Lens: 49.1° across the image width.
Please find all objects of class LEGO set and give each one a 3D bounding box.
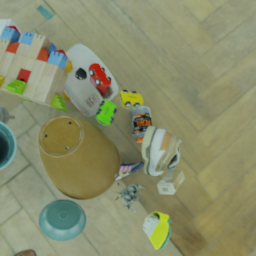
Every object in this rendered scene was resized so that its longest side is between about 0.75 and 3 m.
[{"bbox_3d":[-0.039,1.700,7.804,0.856,0.373,1.318,-32,52,-15],"label":"LEGO set"}]

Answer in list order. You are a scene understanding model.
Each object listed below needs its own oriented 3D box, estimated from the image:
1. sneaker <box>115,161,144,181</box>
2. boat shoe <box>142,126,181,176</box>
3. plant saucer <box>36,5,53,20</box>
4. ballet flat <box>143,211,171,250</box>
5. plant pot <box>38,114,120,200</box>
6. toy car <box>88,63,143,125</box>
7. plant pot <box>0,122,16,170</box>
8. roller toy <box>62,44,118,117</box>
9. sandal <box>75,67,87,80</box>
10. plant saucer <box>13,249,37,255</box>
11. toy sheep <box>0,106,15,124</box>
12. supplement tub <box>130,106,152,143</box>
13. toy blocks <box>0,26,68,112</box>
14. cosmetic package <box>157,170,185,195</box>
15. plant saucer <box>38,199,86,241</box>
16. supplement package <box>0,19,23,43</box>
[{"bbox_3d":[-0.125,1.543,10.809,1.582,0.555,0.649,-25,83,-6],"label":"sneaker"},{"bbox_3d":[1.063,0.916,8.595,0.982,2.872,1.073,15,71,15],"label":"boat shoe"},{"bbox_3d":[-3.707,-5.132,12.402,0.807,0.077,0.282,43,81,9],"label":"plant saucer"},{"bbox_3d":[0.716,2.564,7.236,0.658,1.962,0.656,31,91,11],"label":"ballet flat"},{"bbox_3d":[-1.632,0.735,8.494,2.470,2.650,2.470,-2,67,6],"label":"plant pot"},{"bbox_3d":[-0.612,-0.812,8.736,2.133,0.476,2.007,34,47,-17],"label":"toy car"},{"bbox_3d":[-4.079,0.633,7.904,1.483,1.452,1.483,11,70,-31],"label":"plant pot"},{"bbox_3d":[-1.731,-1.687,10.482,1.824,2.611,2.381,-43,94,-7],"label":"roller toy"},{"bbox_3d":[-1.340,-1.491,7.939,0.345,0.917,0.220,36,105,-14],"label":"sandal"},{"bbox_3d":[-3.250,4.254,7.800,0.334,1.826,1.826,14,79,17],"label":"plant saucer"},{"bbox_3d":[-4.556,-0.349,9.482,0.984,1.427,0.984,-1,88,39],"label":"toy sheep"},{"bbox_3d":[0.528,-0.119,11.011,0.818,0.818,1.336,-7,79,-1],"label":"supplement tub"},{"bbox_3d":[-2.853,-1.846,8.232,2.885,1.442,1.972,18,83,15],"label":"toy blocks"},{"bbox_3d":[1.214,1.515,7.875,0.450,0.855,0.304,-7,107,34],"label":"cosmetic package"},{"bbox_3d":[-1.971,2.705,8.506,1.429,0.257,1.429,11,37,-8],"label":"plant saucer"},{"bbox_3d":[-4.232,-2.727,9.880,0.915,1.651,1.286,5,67,18],"label":"supplement package"}]
